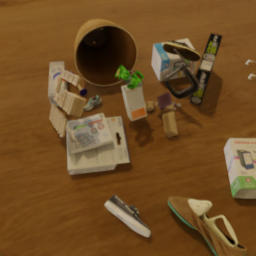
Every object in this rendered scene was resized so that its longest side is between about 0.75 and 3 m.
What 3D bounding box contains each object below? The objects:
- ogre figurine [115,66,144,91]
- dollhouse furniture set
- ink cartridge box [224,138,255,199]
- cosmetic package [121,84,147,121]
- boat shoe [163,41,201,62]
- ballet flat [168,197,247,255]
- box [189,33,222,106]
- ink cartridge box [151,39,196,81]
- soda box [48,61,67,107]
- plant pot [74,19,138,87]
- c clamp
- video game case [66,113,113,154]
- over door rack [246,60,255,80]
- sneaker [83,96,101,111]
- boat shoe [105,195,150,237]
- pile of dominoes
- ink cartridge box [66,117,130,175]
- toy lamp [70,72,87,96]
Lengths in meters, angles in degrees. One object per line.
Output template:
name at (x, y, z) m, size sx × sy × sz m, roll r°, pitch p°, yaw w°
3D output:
ogre figurine at (0.063, -1.791, 9.963) m, size 0.864 × 1.442 × 0.707 m, roll 28°, pitch 86°, yaw -17°
dollhouse furniture set at (1.656, -0.386, 11.659) m, size 1.217 × 1.359 × 1.715 m, roll 7°, pitch 70°, yaw -45°
ink cartridge box at (4.345, 1.400, 9.881) m, size 1.458 × 0.878 × 2.007 m, roll 2°, pitch 53°, yaw 2°
cosmetic package at (0.240, -1.021, 10.911) m, size 0.692 × 1.365 × 0.486 m, roll -20°, pitch 31°, yaw -11°
boat shoe at (2.226, -3.199, 11.360) m, size 1.624 × 0.594 × 0.526 m, roll 26°, pitch 61°, yaw 15°
ballet flat at (2.466, 2.920, 8.614) m, size 2.750 × 0.995 × 0.933 m, roll 46°, pitch 23°, yaw 27°
box at (3.337, -2.517, 12.054) m, size 0.547 × 1.981 × 2.473 m, roll 17°, pitch 55°, yaw 13°
ink cartridge box at (2.106, -3.143, 12.953) m, size 1.703 × 1.249 × 1.244 m, roll -12°, pitch 54°, yaw -8°
soda box at (-3.104, -1.967, 12.422) m, size 0.685 × 0.737 × 2.159 m, roll -6°, pitch 53°, yaw -4°
plant pot at (-1.290, -3.838, 12.834) m, size 2.742 × 2.742 × 2.943 m, roll -14°, pitch 42°, yaw -10°
c clamp at (1.977, -1.966, 10.958) m, size 1.745 × 2.043 × 0.277 m, roll 47°, pitch 66°, yaw -2°
video game case at (-1.494, 0.175, 10.483) m, size 1.550 × 0.184 × 1.411 m, roll -16°, pitch 52°, yaw -8°
over door rack at (6.428, -2.724, 13.118) m, size 1.548 × 0.516 × 1.144 m, roll 7°, pitch 53°, yaw 5°
sneaker at (-1.579, -1.086, 11.924) m, size 0.853 × 0.368 × 0.331 m, roll -35°, pitch 45°, yaw -9°
boat shoe at (0.072, 2.796, 9.062) m, size 1.760 × 0.631 × 0.596 m, roll 29°, pitch 60°, yaw 28°
pile of dominoes at (-2.224, -0.941, 10.187) m, size 0.429 × 2.098 × 2.692 m, roll 14°, pitch 10°, yaw -29°
ink cartridge box at (-1.195, 0.615, 10.697) m, size 2.244 × 0.486 × 2.203 m, roll -4°, pitch 54°, yaw -8°
toy lamp at (-2.364, -2.035, 12.681) m, size 0.420 × 0.420 × 1.442 m, roll -27°, pitch 58°, yaw -18°
